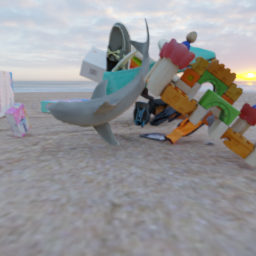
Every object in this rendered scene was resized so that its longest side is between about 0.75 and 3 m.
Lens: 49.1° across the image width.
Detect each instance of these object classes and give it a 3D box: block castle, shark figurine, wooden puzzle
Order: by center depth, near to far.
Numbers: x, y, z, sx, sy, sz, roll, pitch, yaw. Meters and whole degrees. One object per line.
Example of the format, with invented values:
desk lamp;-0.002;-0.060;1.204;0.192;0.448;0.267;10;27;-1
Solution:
block castle;1.645;-0.627;5.306;2.650;1.243;1.771;35;14;-6
shark figurine;-0.270;-0.768;6.048;2.918;1.744;1.218;-41;-6;4
wooden puzzle;0.831;-1.883;9.739;2.353;0.474;2.544;33;2;0

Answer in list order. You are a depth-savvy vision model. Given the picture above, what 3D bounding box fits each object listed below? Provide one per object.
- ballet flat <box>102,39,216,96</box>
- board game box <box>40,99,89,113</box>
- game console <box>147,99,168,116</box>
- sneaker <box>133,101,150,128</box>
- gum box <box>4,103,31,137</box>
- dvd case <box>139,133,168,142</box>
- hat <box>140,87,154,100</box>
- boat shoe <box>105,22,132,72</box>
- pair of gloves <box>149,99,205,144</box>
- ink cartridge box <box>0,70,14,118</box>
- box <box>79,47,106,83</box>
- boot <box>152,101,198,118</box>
ballet flat;0.680;-1.580;6.910;2.947;1.037;0.992;-22;7;5
board game box;-2.809;-1.130;14.473;2.019;0.597;2.655;8;12;39
game console;1.206;-0.748;11.287;0.820;1.240;1.410;29;11;-9
sneaker;0.318;-0.265;7.795;0.502;0.562;1.371;10;-15;10
gum box;-3.038;-0.192;7.802;0.284;0.860;0.488;6;39;17
dvd case;0.838;0.242;7.757;0.661;0.071;0.889;-7;12;-38
hat;0.551;-1.628;11.409;1.408;0.568;1.408;21;15;-6
boat shoe;-0.307;-1.971;7.943;0.687;1.923;0.575;17;37;22
pair of gloves;1.422;-0.272;7.562;1.487;0.206;1.670;-30;28;-5
ink cartridge box;-6.521;-1.565;12.597;2.039;2.049;2.793;-1;9;-10
box;-1.075;-2.212;9.893;0.919;0.642;1.206;21;39;-3
boot;1.906;-0.963;12.514;2.039;0.971;2.635;-5;7;-6
